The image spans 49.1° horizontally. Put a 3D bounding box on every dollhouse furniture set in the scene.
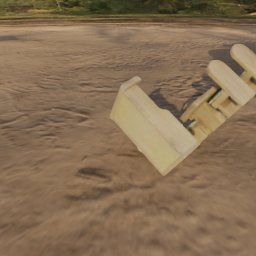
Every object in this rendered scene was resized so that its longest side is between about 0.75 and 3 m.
[{"bbox_3d":[1.175,-0.536,5.869,2.537,2.224,1.686,-36,77,-28],"label":"dollhouse furniture set"}]

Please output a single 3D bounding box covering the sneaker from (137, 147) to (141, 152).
[{"bbox_3d":[0.421,0.324,6.653,0.515,0.488,1.254,2,8,18],"label":"sneaker"}]
